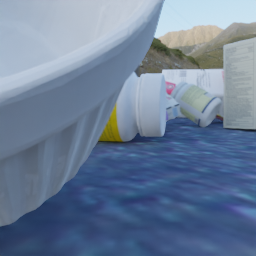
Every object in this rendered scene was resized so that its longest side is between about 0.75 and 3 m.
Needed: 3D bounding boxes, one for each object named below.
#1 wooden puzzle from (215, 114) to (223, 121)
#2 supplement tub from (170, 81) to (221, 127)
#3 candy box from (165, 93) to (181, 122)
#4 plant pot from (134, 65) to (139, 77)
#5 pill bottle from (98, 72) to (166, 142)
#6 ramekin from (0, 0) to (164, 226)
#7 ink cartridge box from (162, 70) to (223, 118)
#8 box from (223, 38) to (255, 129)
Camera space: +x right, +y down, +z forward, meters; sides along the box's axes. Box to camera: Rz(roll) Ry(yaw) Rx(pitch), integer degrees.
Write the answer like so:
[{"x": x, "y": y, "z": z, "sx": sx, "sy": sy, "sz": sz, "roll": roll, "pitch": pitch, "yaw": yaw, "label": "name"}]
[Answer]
[{"x": 2.681, "y": -0.366, "z": 8.452, "sx": 0.665, "sy": 0.079, "sz": 1.121, "roll": 13, "pitch": 16, "yaw": -35, "label": "wooden puzzle"}, {"x": 1.765, "y": -0.654, "z": 7.449, "sx": 1.167, "sy": 0.846, "sz": 0.846, "roll": 37, "pitch": 24, "yaw": 25, "label": "supplement tub"}, {"x": 0.612, "y": -0.410, "z": 6.317, "sx": 0.914, "sy": 0.327, "sz": 0.767, "roll": -21, "pitch": 33, "yaw": -8, "label": "candy box"}, {"x": -0.518, "y": -1.576, "z": 5.998, "sx": 2.014, "sy": 2.014, "sz": 1.748, "roll": 2, "pitch": -36, "yaw": 16, "label": "plant pot"}, {"x": -0.489, "y": -0.405, "z": 5.000, "sx": 2.247, "sy": 1.284, "sz": 1.284, "roll": 2, "pitch": 7, "yaw": 12, "label": "pill bottle"}, {"x": -1.163, "y": -0.543, "z": 1.590, "sx": 2.514, "sy": 2.514, "sz": 1.319, "roll": -2, "pitch": -37, "yaw": -18, "label": "ramekin"}, {"x": 2.531, "y": -1.321, "z": 10.541, "sx": 2.604, "sy": 1.098, "sz": 1.885, "roll": 2, "pitch": 39, "yaw": 12, "label": "ink cartridge box"}, {"x": 2.891, "y": -1.006, "z": 6.696, "sx": 0.793, "sy": 2.040, "sz": 0.969, "roll": -3, "pitch": 5, "yaw": -32, "label": "box"}]
